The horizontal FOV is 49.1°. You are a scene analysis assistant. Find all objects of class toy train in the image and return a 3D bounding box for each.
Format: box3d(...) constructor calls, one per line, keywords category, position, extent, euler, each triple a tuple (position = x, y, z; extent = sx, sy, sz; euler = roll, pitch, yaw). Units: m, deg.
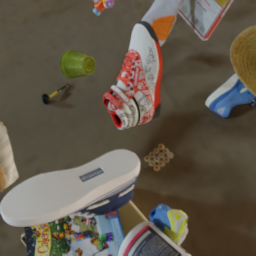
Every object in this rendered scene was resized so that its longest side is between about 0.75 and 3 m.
box3d(category="toy train", position=(-0.456, -4.389, 8.588), extent=(2.063, 0.574, 1.550), euler=(-46, 27, 16))

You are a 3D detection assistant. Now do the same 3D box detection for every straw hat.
box3d(category="straw hat", position=(2.853, -0.706, 4.907), extent=(2.580, 1.092, 2.580), euler=(2, 55, -3))

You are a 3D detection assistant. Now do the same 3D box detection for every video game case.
box3d(category="video game case", position=(2.043, -3.862, 7.123), extent=(0.231, 2.645, 1.891), euler=(-23, 69, -28))

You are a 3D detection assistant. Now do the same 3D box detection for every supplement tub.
box3d(category="supplement tub", position=(0.533, 2.281, 4.685), extent=(0.882, 0.882, 1.257), euler=(-43, 51, -19))

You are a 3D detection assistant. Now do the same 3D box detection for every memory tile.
box3d(category="memory tile", position=(0.926, 0.887, 8.437), extent=(0.785, 0.066, 0.601), euler=(-39, 70, -18))

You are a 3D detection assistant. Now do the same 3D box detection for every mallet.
box3d(category="mallet", position=(-2.427, -1.150, 9.428), extent=(0.222, 0.356, 1.081), euler=(41, 55, 19))

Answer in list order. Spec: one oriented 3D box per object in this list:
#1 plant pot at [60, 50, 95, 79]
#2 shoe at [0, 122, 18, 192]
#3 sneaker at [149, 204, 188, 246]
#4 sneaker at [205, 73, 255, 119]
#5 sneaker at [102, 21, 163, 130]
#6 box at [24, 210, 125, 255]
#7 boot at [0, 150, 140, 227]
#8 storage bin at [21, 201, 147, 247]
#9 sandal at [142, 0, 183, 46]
box3d(category="plant pot", position=(-1.327, -1.722, 7.680), extent=(0.753, 0.782, 0.782), euler=(12, 60, 38))
box3d(category="shoe", position=(-2.981, 0.315, 6.184), extent=(0.760, 2.173, 0.580), euler=(1, 18, 39))
box3d(category="sneaker", position=(0.754, 1.836, 5.319), extent=(0.682, 1.298, 0.491), euler=(31, 52, 29))
box3d(category="sneaker", position=(3.704, -1.298, 8.642), extent=(1.162, 1.023, 2.606), euler=(48, 114, 7))
box3d(category="sneaker", position=(0.048, -1.004, 5.986), extent=(1.212, 2.260, 0.755), euler=(-22, 36, -23))
box3d(category="box", position=(-0.912, 3.011, 5.742), extent=(2.031, 0.560, 2.973), euler=(-14, 65, -7))
box3d(category="boot", position=(-0.796, 1.191, 4.563), extent=(2.259, 1.020, 0.822), euler=(-16, 42, -26))
box3d(category="storage bin", position=(-0.744, 2.811, 6.832), extent=(2.567, 1.212, 2.585), euler=(-38, 69, -16))
box3d(category="sandal", position=(1.013, -3.114, 7.797), extent=(0.872, 0.652, 2.276), euler=(34, 105, 10))
